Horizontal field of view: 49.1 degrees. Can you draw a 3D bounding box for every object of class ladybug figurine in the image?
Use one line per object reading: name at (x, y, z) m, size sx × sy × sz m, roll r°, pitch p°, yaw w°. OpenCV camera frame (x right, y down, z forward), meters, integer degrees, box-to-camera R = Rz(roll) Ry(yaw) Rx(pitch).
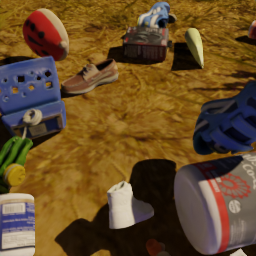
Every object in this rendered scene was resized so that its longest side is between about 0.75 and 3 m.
ladybug figurine at (-2.996, -3.241, 9.960) m, size 0.943 × 1.780 × 2.622 m, roll -24°, pitch 38°, yaw -30°

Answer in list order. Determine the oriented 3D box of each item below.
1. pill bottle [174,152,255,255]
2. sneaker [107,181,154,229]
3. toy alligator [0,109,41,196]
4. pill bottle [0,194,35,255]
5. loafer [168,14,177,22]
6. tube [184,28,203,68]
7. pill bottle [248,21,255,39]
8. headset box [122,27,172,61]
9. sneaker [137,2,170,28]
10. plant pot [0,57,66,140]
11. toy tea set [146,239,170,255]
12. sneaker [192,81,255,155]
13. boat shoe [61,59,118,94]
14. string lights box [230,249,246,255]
pill bottle at (2.429, 1.266, 5.328) m, size 2.778 × 1.609 × 1.609 m, roll -9°, pitch 42°, yaw -12°
sneaker at (0.077, 1.399, 5.399) m, size 0.490 × 0.769 × 1.331 m, roll -13°, pitch -11°, yaw 29°
toy alligator at (-2.610, 0.874, 6.121) m, size 0.925 × 0.671 × 2.792 m, roll 22°, pitch 69°, yaw 26°
pill bottle at (-1.926, 1.791, 4.620) m, size 0.737 × 0.737 × 1.273 m, roll -6°, pitch 67°, yaw -7°
loafer at (2.305, -5.718, 14.446) m, size 0.280 × 0.310 × 0.819 m, roll -19°, pitch 44°, yaw -12°
tube at (2.731, -3.330, 11.324) m, size 0.713 × 0.638 × 2.459 m, roll 23°, pitch 35°, yaw -12°
pill bottle at (6.058, -4.207, 12.359) m, size 1.276 × 0.729 × 0.729 m, roll 28°, pitch 48°, yaw 30°
headset box at (0.819, -3.418, 11.329) m, size 1.888 × 0.729 × 1.405 m, roll 5°, pitch 47°, yaw 9°
sneaker at (1.435, -5.088, 13.255) m, size 1.122 × 1.009 × 2.728 m, roll 23°, pitch 52°, yaw 20°
plant pot at (-2.533, -0.636, 7.330) m, size 1.717 × 1.717 × 1.544 m, roll -19°, pitch 75°, yaw -16°
toy tea set at (0.454, 2.543, 4.874) m, size 0.706 × 0.439 × 1.187 m, roll -8°, pitch 34°, yaw 39°
sneaker at (2.089, -0.037, 5.187) m, size 1.014 × 2.744 × 1.128 m, roll 33°, pitch 75°, yaw -5°
boat shoe at (-1.314, -1.817, 9.538) m, size 2.178 × 0.782 × 0.825 m, roll -28°, pitch 48°, yaw -29°
string lights box at (1.923, 3.014, 4.038) m, size 1.071 × 0.615 × 2.085 m, roll -19°, pitch 44°, yaw -21°
